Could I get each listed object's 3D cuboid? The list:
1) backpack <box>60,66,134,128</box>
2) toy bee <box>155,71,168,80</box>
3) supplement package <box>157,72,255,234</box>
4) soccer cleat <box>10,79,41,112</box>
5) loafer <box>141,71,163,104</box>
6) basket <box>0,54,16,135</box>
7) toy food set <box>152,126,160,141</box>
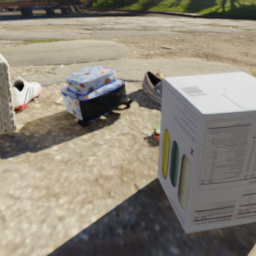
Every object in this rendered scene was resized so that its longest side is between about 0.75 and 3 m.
[{"bbox_3d":[-1.576,-1.423,11.592,2.640,2.033,2.514,-24,23,-33],"label":"backpack"},{"bbox_3d":[1.672,-2.723,15.301,1.354,0.736,0.887,-26,81,-26],"label":"toy bee"},{"bbox_3d":[2.120,0.474,6.680,2.236,2.968,2.253,-6,28,-11],"label":"supplement package"},{"bbox_3d":[-4.776,-1.779,12.927,0.994,1.233,2.896,2,28,4],"label":"soccer cleat"},{"bbox_3d":[1.482,-1.967,13.611,1.066,0.932,2.964,-12,30,-22],"label":"loafer"},{"bbox_3d":[-5.754,-1.332,10.336,2.382,2.936,2.962,-12,29,-30],"label":"basket"},{"bbox_3d":[1.432,0.201,10.153,1.118,0.275,1.130,-11,30,-19],"label":"toy food set"}]
